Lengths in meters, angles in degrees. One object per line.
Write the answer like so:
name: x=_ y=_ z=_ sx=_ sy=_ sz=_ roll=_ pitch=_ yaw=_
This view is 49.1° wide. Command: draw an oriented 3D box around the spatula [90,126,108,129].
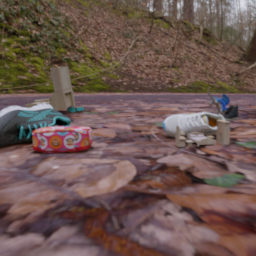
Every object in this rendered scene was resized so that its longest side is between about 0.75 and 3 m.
spatula: x=-1.112 y=-0.015 z=10.274 sx=0.247 sy=0.090 sz=0.876 roll=8 pitch=12 yaw=42

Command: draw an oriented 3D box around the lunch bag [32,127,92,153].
lunch bag: x=-1.625 y=0.233 z=7.116 sx=1.407 sy=0.576 sz=1.239 roll=0 pitch=9 yaw=0

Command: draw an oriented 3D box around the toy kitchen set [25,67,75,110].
toy kitchen set: x=-4.242 y=-2.157 z=15.771 sx=2.523 sy=2.276 sz=2.058 roll=-4 pitch=14 yaw=19

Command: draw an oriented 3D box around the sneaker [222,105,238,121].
sneaker: x=4.556 y=-0.702 z=12.728 sx=1.276 sy=0.678 sz=0.477 roll=-7 pitch=12 yaw=-39

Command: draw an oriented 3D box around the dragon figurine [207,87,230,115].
dragon figurine: x=4.598 y=-1.271 z=13.926 sx=1.036 sy=2.084 sz=0.613 roll=-39 pitch=8 yaw=-30

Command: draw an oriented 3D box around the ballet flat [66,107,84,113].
ballet flat: x=-3.013 y=-0.994 z=15.849 sx=1.053 sy=0.372 sz=0.372 roll=-7 pitch=12 yaw=-33

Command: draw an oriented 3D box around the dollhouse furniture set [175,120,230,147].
dollhouse furniture set: x=1.939 y=0.121 z=7.675 sx=1.433 sy=0.634 sz=0.743 roll=-2 pitch=9 yaw=-12

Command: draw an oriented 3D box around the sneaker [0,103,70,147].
sneaker: x=-2.612 y=-0.053 z=7.875 sx=1.211 sy=1.030 sz=2.655 roll=20 pitch=24 yaw=19

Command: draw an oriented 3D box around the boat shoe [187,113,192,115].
boat shoe: x=2.764 y=-0.506 z=12.663 sx=0.317 sy=0.334 sz=0.883 roll=-2 pitch=7 yaw=0

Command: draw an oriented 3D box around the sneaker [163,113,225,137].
sneaker: x=1.974 y=-0.159 z=8.495 sx=1.906 sy=0.729 sz=0.770 roll=-3 pitch=-20 yaw=-16
